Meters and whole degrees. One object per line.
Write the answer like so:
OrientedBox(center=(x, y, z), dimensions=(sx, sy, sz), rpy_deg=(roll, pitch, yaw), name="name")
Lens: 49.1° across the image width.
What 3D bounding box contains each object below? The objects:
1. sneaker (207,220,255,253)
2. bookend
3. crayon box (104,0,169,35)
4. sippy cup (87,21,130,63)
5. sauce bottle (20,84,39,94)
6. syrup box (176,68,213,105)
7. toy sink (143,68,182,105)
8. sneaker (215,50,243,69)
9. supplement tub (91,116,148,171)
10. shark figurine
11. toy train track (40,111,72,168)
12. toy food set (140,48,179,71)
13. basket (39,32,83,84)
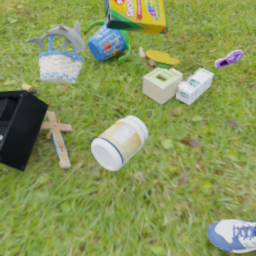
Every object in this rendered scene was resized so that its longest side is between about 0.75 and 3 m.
OrientedBox(center=(3.792, 3.092, 8.286), dimensions=(2.735, 1.206, 1.030), rpy_deg=(4, 49, 5), name="sneaker")
OrientedBox(center=(-4.758, 0.044, 10.609), dimensions=(2.705, 1.246, 2.688), rpy_deg=(3, 68, 33), name="bookend")
OrientedBox(center=(0.465, -4.904, 11.492), dimensions=(2.843, 0.722, 1.805), rpy_deg=(-2, 79, -22), name="crayon box")
OrientedBox(center=(-1.143, -4.536, 14.935), dimensions=(1.741, 1.866, 2.376), rpy_deg=(-39, 45, -18), name="sippy cup")
OrientedBox(center=(-4.674, -1.837, 13.359), dimensions=(0.979, 0.317, 0.317), rpy_deg=(22, 51, 16), name="sauce bottle")
OrientedBox(center=(3.121, -1.960, 13.150), dimensions=(0.747, 0.773, 1.898), rpy_deg=(34, 55, 28), name="syrup box")
OrientedBox(center=(1.768, -2.185, 13.155), dimensions=(1.879, 1.053, 1.225), rpy_deg=(-35, 57, -27), name="toy sink")
OrientedBox(center=(3.547, -2.335, 9.748), dimensions=(1.005, 0.405, 0.419), rpy_deg=(-29, 16, 10), name="sneaker")
OrientedBox(center=(-0.232, 0.447, 8.730), dimensions=(1.151, 1.151, 1.594), rpy_deg=(31, 52, 25), name="supplement tub")
OrientedBox(center=(-2.356, -3.154, 9.299), dimensions=(1.922, 0.802, 1.148), rpy_deg=(6, 85, 13), name="shark figurine")
OrientedBox(center=(-2.861, 0.491, 11.101), dimensions=(1.567, 0.444, 2.731), rpy_deg=(8, 44, -42), name="toy train track")
OrientedBox(center=(0.897, -2.068, 8.751), dimensions=(1.319, 0.431, 0.776), rpy_deg=(9, 37, -15), name="toy food set")
OrientedBox(center=(-2.594, -2.720, 10.796), dimensions=(1.750, 1.984, 1.380), rpy_deg=(8, 3, 42), name="basket")
